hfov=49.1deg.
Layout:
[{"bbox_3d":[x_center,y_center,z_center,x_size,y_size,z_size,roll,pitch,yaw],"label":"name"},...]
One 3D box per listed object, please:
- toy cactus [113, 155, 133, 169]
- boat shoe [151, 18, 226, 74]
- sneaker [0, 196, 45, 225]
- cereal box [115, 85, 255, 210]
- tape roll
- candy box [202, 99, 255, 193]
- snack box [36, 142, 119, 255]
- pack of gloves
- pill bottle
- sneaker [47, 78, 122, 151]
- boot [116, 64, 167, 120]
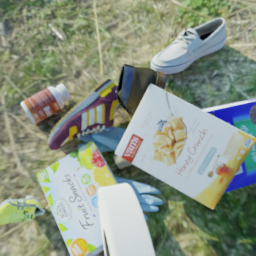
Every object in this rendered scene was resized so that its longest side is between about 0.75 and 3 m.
[{"bbox_3d":[0.551,0.509,7.789,1.972,1.222,2.390,-27,68,2],"label":"toy cactus"},{"bbox_3d":[1.981,-2.687,8.998,2.931,0.963,1.055,-25,50,-13],"label":"boat shoe"},{"bbox_3d":[-2.605,2.018,6.788,0.566,1.481,0.558,20,100,21],"label":"sneaker"},{"bbox_3d":[1.212,0.398,6.341,2.559,0.506,1.841,28,101,7],"label":"cereal box"},{"bbox_3d":[-0.021,2.402,4.594,0.535,2.928,2.928,-8,66,-11],"label":"tape roll"},{"bbox_3d":[2.846,0.384,7.245,2.405,0.926,2.034,-12,93,-14],"label":"candy box"},{"bbox_3d":[-1.038,1.804,7.100,1.736,0.647,2.441,-32,63,-5],"label":"snack box"},{"bbox_3d":[-0.294,1.043,7.742,2.925,0.577,2.458,13,66,6],"label":"pack of gloves"},{"bbox_3d":[-2.434,-0.755,8.410,1.351,0.758,0.758,-33,70,-15],"label":"pill bottle"},{"bbox_3d":[-1.054,-0.158,7.899,1.200,0.998,2.663,44,81,-5],"label":"sneaker"},{"bbox_3d":[0.079,-0.449,7.133,1.158,0.893,2.389,19,84,-16],"label":"boot"}]
